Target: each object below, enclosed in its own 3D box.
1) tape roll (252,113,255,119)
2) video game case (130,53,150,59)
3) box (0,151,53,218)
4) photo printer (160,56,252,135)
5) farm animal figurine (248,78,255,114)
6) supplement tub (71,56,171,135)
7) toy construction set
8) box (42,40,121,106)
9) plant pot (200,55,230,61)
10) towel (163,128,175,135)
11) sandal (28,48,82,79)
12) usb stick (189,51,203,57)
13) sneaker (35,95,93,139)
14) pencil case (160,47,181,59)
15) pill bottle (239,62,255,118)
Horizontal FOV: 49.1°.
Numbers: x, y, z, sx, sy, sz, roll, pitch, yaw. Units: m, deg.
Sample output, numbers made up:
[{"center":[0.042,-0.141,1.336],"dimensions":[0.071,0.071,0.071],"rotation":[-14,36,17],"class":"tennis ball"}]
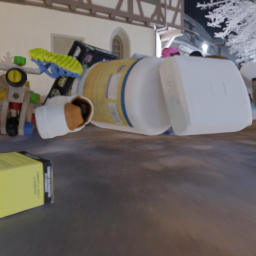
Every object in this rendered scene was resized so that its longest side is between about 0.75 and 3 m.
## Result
[{"center":[4.975,-0.565,11.394],"dimensions":[1.579,0.288,1.579],"rotation":[1,8,0],"class":"tape roll"},{"center":[0.263,-1.713,11.204],"dimensions":[0.323,2.665,2.927],"rotation":[47,27,16],"class":"video game case"},{"center":[-1.650,0.596,2.387],"dimensions":[1.889,0.473,0.711],"rotation":[-7,11,-45],"class":"box"},{"center":[1.839,-0.722,6.296],"dimensions":[2.086,1.736,0.725],"rotation":[-2,-17,-28],"class":"photo printer"},{"center":[4.312,-0.534,7.829],"dimensions":[2.288,1.151,1.848],"rotation":[6,-18,-4],"class":"farm animal figurine"},{"center":[-0.121,-0.889,7.656],"dimensions":[1.934,1.934,2.674],"rotation":[-8,12,-44],"class":"supplement tub"},{"center":[-3.198,-0.927,7.548],"dimensions":[2.522,1.938,2.104],"rotation":[5,10,12],"class":"toy construction set"},{"center":[-1.531,-1.424,9.280],"dimensions":[0.643,2.619,2.111],"rotation":[38,19,18],"class":"box"},{"center":[2.191,-0.859,7.687],"dimensions":[1.558,1.667,1.558],"rotation":[-8,-16,-2],"class":"plant pot"},{"center":[1.319,0.085,7.438],"dimensions":[0.853,0.102,0.626],"rotation":[-5,11,-21],"class":"towel"},{"center":[-2.019,-1.693,7.841],"dimensions":[1.628,0.709,0.647],"rotation":[21,36,15],"class":"sandal"},{"center":[2.090,-1.635,9.547],"dimensions":[0.437,0.744,2.682],"rotation":[-19,-17,-7],"class":"usb stick"},{"center":[-1.249,-0.283,6.259],"dimensions":[1.038,0.893,2.452],"rotation":[-13,13,-2],"class":"sneaker"},{"center":[0.946,-1.886,9.381],"dimensions":[0.966,0.997,2.129],"rotation":[23,58,34],"class":"pencil case"},{"center":[3.893,-1.155,9.227],"dimensions":[1.089,1.089,2.003],"rotation":[1,-33,6],"class":"pill bottle"}]
